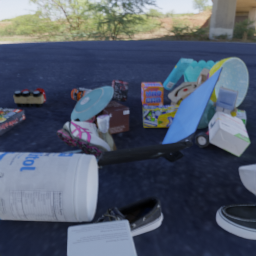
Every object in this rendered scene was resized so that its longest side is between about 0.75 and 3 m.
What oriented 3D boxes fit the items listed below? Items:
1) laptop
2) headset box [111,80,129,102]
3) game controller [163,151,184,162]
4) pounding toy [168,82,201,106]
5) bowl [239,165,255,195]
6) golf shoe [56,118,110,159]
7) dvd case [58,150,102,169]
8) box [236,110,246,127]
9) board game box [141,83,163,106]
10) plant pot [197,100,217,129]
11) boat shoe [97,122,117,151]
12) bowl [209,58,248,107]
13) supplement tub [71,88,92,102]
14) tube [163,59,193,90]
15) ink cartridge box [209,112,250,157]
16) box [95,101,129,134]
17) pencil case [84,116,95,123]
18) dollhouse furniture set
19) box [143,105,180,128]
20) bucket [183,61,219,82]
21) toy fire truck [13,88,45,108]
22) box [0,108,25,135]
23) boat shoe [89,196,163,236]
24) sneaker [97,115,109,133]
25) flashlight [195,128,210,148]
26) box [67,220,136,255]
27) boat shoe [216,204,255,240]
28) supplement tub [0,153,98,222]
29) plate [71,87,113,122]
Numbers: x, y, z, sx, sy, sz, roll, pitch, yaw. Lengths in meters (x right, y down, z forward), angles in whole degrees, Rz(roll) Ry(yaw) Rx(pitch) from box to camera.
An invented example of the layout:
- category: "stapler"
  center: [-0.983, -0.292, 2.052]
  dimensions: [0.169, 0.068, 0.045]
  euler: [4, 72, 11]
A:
- category: "laptop"
  center: [0.619, -0.125, 7.255]
  dimensions: [2.992, 1.734, 2.802]
  euler: [-6, -11, -10]
- category: "headset box"
  center: [-0.409, -1.841, 13.613]
  dimensions: [0.755, 1.016, 0.381]
  euler: [8, -6, -22]
- category: "game controller"
  center: [1.356, 0.825, 8.707]
  dimensions: [0.488, 0.197, 0.936]
  euler: [-18, 15, -12]
- category: "pounding toy"
  center: [2.902, -1.398, 13.009]
  dimensions: [2.025, 1.162, 1.158]
  euler: [-39, 36, -16]
- category: "bowl"
  center: [3.851, 1.256, 6.654]
  dimensions: [1.889, 0.705, 1.886]
  euler: [-3, -1, -36]
- category: "golf shoe"
  center: [-1.298, 0.226, 8.769]
  dimensions: [2.219, 0.806, 1.022]
  euler: [22, 62, 39]
- category: "dvd case"
  center: [-1.737, 1.047, 8.579]
  dimensions: [1.627, 0.179, 1.188]
  euler: [-9, 24, -17]
- category: "box"
  center: [4.366, -0.376, 11.647]
  dimensions: [0.909, 0.498, 1.030]
  euler: [9, 25, 17]
- category: "board game box"
  center: [1.211, -1.702, 14.203]
  dimensions: [0.992, 0.992, 0.993]
  euler: [-2, 23, -2]
- category: "plant pot"
  center: [2.909, -0.571, 10.835]
  dimensions: [1.364, 1.364, 0.914]
  euler: [-18, 22, -37]
- category: "boat shoe"
  center: [-0.886, 0.347, 9.516]
  dimensions: [0.653, 0.726, 2.012]
  euler: [-20, 35, -5]
- category: "bowl"
  center: [4.507, -2.142, 13.532]
  dimensions: [2.413, 2.413, 1.299]
  euler: [-14, 18, -31]
- category: "supplement tub"
  center: [-2.247, -1.622, 14.116]
  dimensions: [1.185, 0.726, 0.726]
  euler: [11, 24, 31]
- category: "tube"
  center: [2.266, -2.517, 13.036]
  dimensions: [0.711, 1.837, 0.463]
  euler: [-9, 61, -33]
- category: "ink cartridge box"
  center: [3.439, 0.095, 9.721]
  dimensions: [1.108, 0.637, 1.893]
  euler: [27, 28, 2]
- category: "box"
  center: [-0.664, -0.426, 11.109]
  dimensions: [0.973, 0.963, 1.173]
  euler: [-11, 25, -28]
- category: "pencil case"
  center: [-1.615, -0.648, 12.107]
  dimensions: [0.670, 0.670, 1.534]
  euler: [4, 23, 10]
- category: "dollhouse furniture set"
  center: [2.987, -0.988, 9.438]
  dimensions: [1.511, 1.426, 0.986]
  euler: [22, 53, 23]
- category: "box"
  center: [1.729, -0.483, 11.396]
  dimensions: [2.256, 0.791, 0.725]
  euler: [-1, 17, 1]
- category: "bucket"
  center: [4.451, -2.989, 16.475]
  dimensions: [2.461, 1.601, 2.461]
  euler: [-3, 21, 1]
- category: "toy fire truck"
  center: [-4.872, -1.630, 14.343]
  dimensions: [1.407, 1.029, 1.599]
  euler: [0, 32, 2]
- category: "box"
  center: [-5.497, -0.225, 11.334]
  dimensions: [1.585, 0.437, 2.321]
  euler: [4, 23, 10]
- category: "boat shoe"
  center: [-0.180, 1.923, 5.745]
  dimensions: [2.094, 0.694, 0.732]
  euler: [-10, 24, -24]
- category: "sneaker"
  center: [-0.736, -0.116, 8.774]
  dimensions: [0.384, 0.511, 1.025]
  euler: [-11, -6, -3]
- category: "flashlight"
  center: [2.891, 0.245, 10.152]
  dimensions: [0.520, 0.518, 1.531]
  euler: [-31, -1, 36]
- category: "box"
  center: [-0.425, 2.237, 4.525]
  dimensions: [1.050, 1.045, 0.900]
  euler: [-4, 23, -10]
- category: "boat shoe"
  center: [3.172, 1.858, 5.884]
  dimensions: [2.497, 0.707, 0.857]
  euler: [4, 23, 10]
- category: "supplement tub"
  center: [-1.896, 1.301, 6.240]
  dimensions: [2.267, 1.496, 1.496]
  euler: [0, 22, 2]
- category: "plate"
  center: [-1.528, -1.040, 11.334]
  dimensions: [2.124, 0.271, 2.124]
  euler: [-27, 33, 19]
